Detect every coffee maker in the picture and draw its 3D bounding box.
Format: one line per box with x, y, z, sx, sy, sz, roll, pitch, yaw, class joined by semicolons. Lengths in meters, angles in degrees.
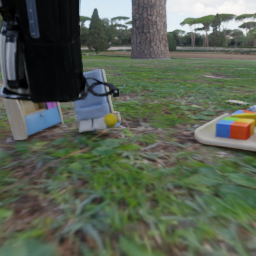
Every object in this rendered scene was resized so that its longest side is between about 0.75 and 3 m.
-1.351;-1.783;5.190;2.225;2.317;1.561;-8;32;-21;coffee maker

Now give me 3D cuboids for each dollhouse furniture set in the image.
-1.688;-0.919;7.302;2.532;2.390;1.652;-5;13;25;dollhouse furniture set

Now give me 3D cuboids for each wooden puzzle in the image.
3.521;0.008;7.248;2.798;0.648;2.592;13;21;36;wooden puzzle

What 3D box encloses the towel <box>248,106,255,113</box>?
5.447;-0.470;9.537;1.621;0.263;2.207;-13;23;-41;towel

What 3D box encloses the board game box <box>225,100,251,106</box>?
4.574;-1.041;11.689;0.468;0.105;0.894;-12;21;-41;board game box
